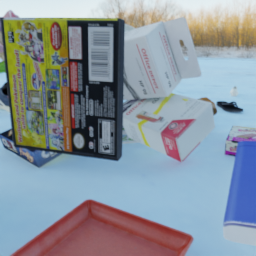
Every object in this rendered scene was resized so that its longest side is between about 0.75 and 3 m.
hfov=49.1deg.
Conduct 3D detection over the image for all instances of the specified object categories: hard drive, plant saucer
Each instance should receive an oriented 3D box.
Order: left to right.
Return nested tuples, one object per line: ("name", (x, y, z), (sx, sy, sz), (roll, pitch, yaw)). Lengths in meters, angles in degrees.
("plant saucer", (-0.357, 1.709, 3.540), (1.865, 0.342, 1.861), (10, 20, 30))
("hard drive", (2.868, 0.993, 4.950), (1.946, 0.374, 2.950), (0, 21, 25))

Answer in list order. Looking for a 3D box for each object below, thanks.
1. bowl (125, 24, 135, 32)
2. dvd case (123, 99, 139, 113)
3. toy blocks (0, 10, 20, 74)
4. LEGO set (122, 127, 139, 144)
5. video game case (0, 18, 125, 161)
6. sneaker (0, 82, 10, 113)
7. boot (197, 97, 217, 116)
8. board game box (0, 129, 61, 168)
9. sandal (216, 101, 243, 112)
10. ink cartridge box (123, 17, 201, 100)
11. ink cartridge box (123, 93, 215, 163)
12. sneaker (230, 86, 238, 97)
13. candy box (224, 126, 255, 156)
("bowl", (-0.282, -3.032, 10.523), (2.666, 1.434, 2.666), (14, 38, -11))
("dvd case", (0.167, -0.624, 9.398), (1.652, 0.177, 2.222), (-36, 21, -16))
("toy blocks", (-2.573, -2.139, 7.850), (2.299, 2.553, 2.732), (-34, 33, 11))
("LEGO set", (1.013, -0.210, 8.964), (2.938, 0.721, 2.195), (-4, 19, -3))
("video game case", (-1.288, -0.764, 5.592), (2.430, 2.689, 0.343), (6, 18, 14))
("sneaker", (-5.245, -1.364, 11.797), (2.787, 1.178, 1.045), (8, 19, 24))
("boot", (2.099, -0.599, 8.860), (1.264, 0.485, 0.982), (-20, 27, 9))
("board game box", (-1.846, -0.037, 7.780), (1.857, 0.474, 2.741), (16, 37, 41))
("sandal", (4.243, -0.971, 11.897), (0.641, 0.361, 1.687), (-4, 18, -12))
("ink cartridge box", (0.279, -1.668, 7.327), (2.817, 1.631, 0.939), (0, 35, 41))
("ink cartridge box", (0.970, -0.169, 7.269), (1.439, 0.827, 1.982), (-42, 41, -24))
("sneaker", (5.677, -2.003, 14.921), (0.421, 0.495, 1.119), (4, 18, 17))
("candy box", (3.220, 0.365, 7.587), (0.970, 0.434, 1.422), (8, 19, 25))
